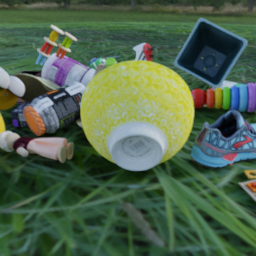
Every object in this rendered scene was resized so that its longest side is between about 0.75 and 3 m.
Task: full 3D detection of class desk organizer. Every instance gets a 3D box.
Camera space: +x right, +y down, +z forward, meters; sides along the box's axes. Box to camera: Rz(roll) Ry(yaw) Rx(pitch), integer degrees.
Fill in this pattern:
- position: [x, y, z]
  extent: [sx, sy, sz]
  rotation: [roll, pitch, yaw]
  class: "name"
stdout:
- position: [-3.914, -2.104, 12.540]
  extent: [1.072, 1.151, 2.990]
  rotation: [3, 26, 10]
  class: "desk organizer"

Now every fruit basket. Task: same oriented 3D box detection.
- position: [-1.013, -2.299, 12.336]
  extent: [0.712, 1.518, 1.406]
  rotation: [-32, 17, 14]
  class: "fruit basket"

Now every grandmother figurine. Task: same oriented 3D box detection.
- position: [-2.629, 0.477, 7.799]
  extent: [2.162, 0.655, 1.311]
  rotation: [9, 1, 14]
  class: "grandmother figurine"

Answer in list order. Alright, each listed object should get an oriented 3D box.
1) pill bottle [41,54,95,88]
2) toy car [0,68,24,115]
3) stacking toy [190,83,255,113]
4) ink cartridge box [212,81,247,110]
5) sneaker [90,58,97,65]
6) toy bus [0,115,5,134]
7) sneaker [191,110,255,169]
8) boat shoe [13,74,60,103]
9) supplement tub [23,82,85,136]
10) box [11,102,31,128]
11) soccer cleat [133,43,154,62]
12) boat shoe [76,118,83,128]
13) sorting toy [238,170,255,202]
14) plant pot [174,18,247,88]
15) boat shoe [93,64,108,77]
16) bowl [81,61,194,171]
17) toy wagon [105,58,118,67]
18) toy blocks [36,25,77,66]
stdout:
- position: [-2.088, -1.920, 11.416]
  extent: [2.523, 1.417, 1.417]
  rotation: [26, 30, 6]
  class: "pill bottle"
- position: [-4.817, -1.397, 9.662]
  extent: [1.530, 1.786, 2.041]
  rotation: [49, 2, 19]
  class: "toy car"
- position: [3.697, -1.115, 10.781]
  extent: [2.739, 1.169, 1.169]
  rotation: [0, 25, 16]
  class: "stacking toy"
- position: [4.310, -1.436, 11.958]
  extent: [2.181, 0.546, 1.755]
  rotation: [-21, 32, -40]
  class: "ink cartridge box"
- position: [-0.934, -2.495, 13.613]
  extent: [2.311, 0.934, 1.335]
  rotation: [13, 58, 9]
  class: "sneaker"
- position: [-5.054, 0.269, 7.345]
  extent: [2.609, 1.770, 2.505]
  rotation: [2, 41, 9]
  class: "toy bus"
- position: [3.017, 0.173, 7.579]
  extent: [2.798, 1.336, 1.109]
  rotation: [-14, 32, -29]
  class: "sneaker"
- position: [-3.059, -1.301, 10.738]
  extent: [2.849, 1.039, 0.896]
  rotation: [18, 11, 4]
  class: "boat shoe"
- position: [-2.279, -0.623, 9.187]
  extent: [1.234, 1.234, 2.014]
  rotation: [23, 43, 39]
  class: "supplement tub"
- position: [-3.576, -0.464, 9.805]
  extent: [0.512, 0.590, 0.965]
  rotation: [5, 27, 7]
  class: "box"
- position: [0.577, -2.200, 10.627]
  extent: [0.818, 1.921, 0.659]
  rotation: [5, 15, 38]
  class: "soccer cleat"
- position: [-0.796, -0.073, 8.503]
  extent: [1.025, 0.923, 2.842]
  rotation: [-36, 15, -18]
  class: "boat shoe"
- position: [3.171, 1.394, 6.342]
  extent: [0.982, 0.238, 1.745]
  rotation: [-6, 26, -12]
  class: "sorting toy"
- position: [3.496, -2.996, 12.042]
  extent: [2.112, 2.107, 2.152]
  rotation: [32, 11, 12]
  class: "plant pot"
- position: [-1.089, -1.397, 10.109]
  extent: [0.679, 1.883, 0.612]
  rotation: [13, 7, 21]
  class: "boat shoe"
- position: [0.213, 0.066, 6.515]
  extent: [2.844, 2.844, 1.530]
  rotation: [0, 40, 1]
  class: "bowl"
- position: [-0.466, -1.280, 10.066]
  extent: [0.457, 1.793, 2.311]
  rotation: [-6, 52, 5]
  class: "toy wagon"
- position: [-2.491, -2.653, 9.513]
  extent: [0.484, 1.333, 1.111]
  rotation: [45, 18, 27]
  class: "toy blocks"
